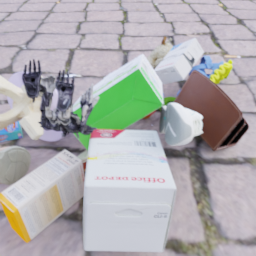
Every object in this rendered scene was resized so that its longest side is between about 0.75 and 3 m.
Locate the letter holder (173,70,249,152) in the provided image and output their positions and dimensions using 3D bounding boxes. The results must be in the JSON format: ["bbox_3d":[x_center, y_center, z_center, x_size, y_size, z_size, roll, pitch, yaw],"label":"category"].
[{"bbox_3d":[2.578,-0.626,8.325,1.053,1.488,2.094,-9,49,-36],"label":"letter holder"}]

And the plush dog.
[{"bbox_3d":[1.815,-2.909,12.083,1.802,1.446,1.547,-30,71,-32],"label":"plush dog"}]

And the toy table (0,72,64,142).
[{"bbox_3d":[-2.925,-0.641,8.119,2.494,2.293,1.461,38,12,9],"label":"toy table"}]

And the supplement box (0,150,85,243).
[{"bbox_3d":[-1.880,1.526,6.488,0.682,1.169,1.854,26,45,32],"label":"supplement box"}]

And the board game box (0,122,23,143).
[{"bbox_3d":[-4.188,0.041,9.012,1.422,0.320,1.081,-14,41,-16],"label":"board game box"}]

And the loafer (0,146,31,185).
[{"bbox_3d":[-3.203,0.869,6.442,0.854,0.977,2.717,12,2,7],"label":"loafer"}]

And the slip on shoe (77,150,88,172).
[{"bbox_3d":[-0.680,0.698,8.032,1.752,0.536,0.649,-32,18,-37],"label":"slip on shoe"}]

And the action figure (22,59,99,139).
[{"bbox_3d":[-1.319,-0.507,5.874,1.385,2.331,1.189,11,71,2],"label":"action figure"}]

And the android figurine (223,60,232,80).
[{"bbox_3d":[4.026,-2.337,11.444,0.192,0.853,0.937,24,29,4],"label":"android figurine"}]

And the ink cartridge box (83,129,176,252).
[{"bbox_3d":[-0.075,1.237,6.057,1.642,1.635,2.260,3,25,-4],"label":"ink cartridge box"}]

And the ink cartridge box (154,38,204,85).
[{"bbox_3d":[1.849,-2.430,10.382,1.630,0.686,1.178,-52,25,-24],"label":"ink cartridge box"}]

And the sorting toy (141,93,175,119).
[{"bbox_3d":[1.016,-0.632,9.626,1.763,0.723,1.059,7,49,4],"label":"sorting toy"}]

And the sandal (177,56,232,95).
[{"bbox_3d":[2.640,-1.825,10.425,2.638,1.048,1.148,-38,73,-27],"label":"sandal"}]

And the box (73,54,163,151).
[{"bbox_3d":[-0.354,-0.842,8.095,2.491,1.205,2.198,-31,16,16],"label":"box"}]

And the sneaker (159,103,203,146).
[{"bbox_3d":[1.358,-0.136,6.758,1.045,0.917,2.608,6,8,1],"label":"sneaker"}]
